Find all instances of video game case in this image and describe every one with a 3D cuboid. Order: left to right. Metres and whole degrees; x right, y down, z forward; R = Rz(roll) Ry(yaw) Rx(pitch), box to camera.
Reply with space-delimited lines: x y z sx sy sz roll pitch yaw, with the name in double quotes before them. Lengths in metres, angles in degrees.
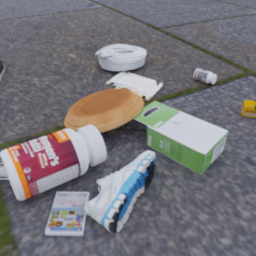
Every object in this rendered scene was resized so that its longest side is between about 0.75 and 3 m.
"video game case" -1.500 2.136 7.076 0.897 0.113 1.253 1 36 1

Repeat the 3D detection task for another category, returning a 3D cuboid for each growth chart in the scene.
"growth chart" 0.256 -1.932 12.481 2.494 0.221 1.805 24 43 29

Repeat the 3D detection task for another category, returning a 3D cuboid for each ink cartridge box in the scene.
"ink cartridge box" 1.552 0.197 9.075 2.821 0.837 1.465 28 45 32

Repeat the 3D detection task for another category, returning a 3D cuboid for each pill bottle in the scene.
"pill bottle" -1.987 0.852 7.726 2.562 1.403 1.403 -21 42 -26
"pill bottle" 3.502 -2.331 12.748 0.935 0.542 0.542 26 44 29

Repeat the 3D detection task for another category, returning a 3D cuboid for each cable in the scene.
"cable" -0.294 -3.530 14.028 2.373 0.821 2.372 7 31 9

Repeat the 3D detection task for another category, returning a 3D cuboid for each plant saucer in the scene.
"plant saucer" -0.906 -0.705 9.861 2.894 0.542 2.894 -13 25 6

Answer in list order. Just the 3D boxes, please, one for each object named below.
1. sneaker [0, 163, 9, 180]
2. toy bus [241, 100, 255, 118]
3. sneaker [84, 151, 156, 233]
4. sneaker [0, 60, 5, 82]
"sneaker" -3.414 1.215 8.042 1.122 0.452 0.429 -6 35 -11
"toy bus" 5.056 -0.656 10.439 1.505 0.589 0.490 9 36 12
"sneaker" -0.169 1.405 7.396 1.156 1.000 2.668 15 39 28
"sneaker" -6.487 -3.198 13.081 1.076 1.528 2.877 -13 38 -17
